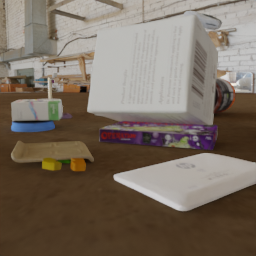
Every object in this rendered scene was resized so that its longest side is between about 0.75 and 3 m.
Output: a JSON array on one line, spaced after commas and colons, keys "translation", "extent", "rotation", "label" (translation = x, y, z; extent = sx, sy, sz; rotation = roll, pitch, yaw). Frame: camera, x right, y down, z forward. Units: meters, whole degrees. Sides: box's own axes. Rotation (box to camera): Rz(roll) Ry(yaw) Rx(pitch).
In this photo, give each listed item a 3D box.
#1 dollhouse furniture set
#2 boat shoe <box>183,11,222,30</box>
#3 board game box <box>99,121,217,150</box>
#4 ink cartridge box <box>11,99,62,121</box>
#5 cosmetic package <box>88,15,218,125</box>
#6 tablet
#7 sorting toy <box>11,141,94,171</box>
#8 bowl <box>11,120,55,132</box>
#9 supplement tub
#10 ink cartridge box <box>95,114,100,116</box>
[{"translation": [-3.508, -1.352, 11.485], "extent": [1.946, 1.743, 2.456], "rotation": [-3, 10, -21], "label": "dollhouse furniture set"}, {"translation": [1.839, -2.642, 6.925], "extent": [0.955, 0.344, 0.339], "rotation": [28, 37, 19], "label": "boat shoe"}, {"translation": [0.773, 0.125, 6.673], "extent": [2.533, 0.409, 1.520], "rotation": [3, 5, 20], "label": "board game box"}, {"translation": [-2.771, -0.557, 8.619], "extent": [1.360, 0.595, 0.989], "rotation": [-3, 11, -7], "label": "ink cartridge box"}, {"translation": [0.749, -1.307, 7.690], "extent": [2.787, 2.297, 2.300], "rotation": [4, -7, 31], "label": "cosmetic package"}, {"translation": [0.977, 0.646, 3.966], "extent": [2.052, 0.140, 1.335], "rotation": [-6, 11, -37], "label": "tablet"}, {"translation": [-1.268, 0.492, 4.783], "extent": [1.304, 0.234, 1.750], "rotation": [2, 8, -16], "label": "sorting toy"}, {"translation": [-2.825, -0.095, 8.347], "extent": [1.226, 0.241, 1.226], "rotation": [0, 9, 0], "label": "bowl"}, {"translation": [3.732, -1.407, 12.378], "extent": [1.602, 1.602, 2.997], "rotation": [6, 10, 35], "label": "supplement tub"}, {"translation": [-0.410, -0.899, 11.944], "extent": [1.225, 0.703, 1.687], "rotation": [8, 12, 43], "label": "ink cartridge box"}]
